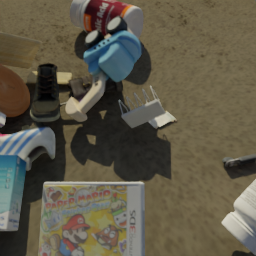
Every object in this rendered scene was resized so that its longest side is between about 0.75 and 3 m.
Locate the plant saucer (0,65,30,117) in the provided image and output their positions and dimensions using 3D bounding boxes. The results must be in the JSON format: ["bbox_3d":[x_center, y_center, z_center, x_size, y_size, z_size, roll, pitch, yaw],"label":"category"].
[{"bbox_3d":[-3.980,-1.247,9.007,0.301,1.863,1.863,-28,39,30],"label":"plant saucer"}]

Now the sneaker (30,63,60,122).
[{"bbox_3d":[-2.534,-1.121,8.477,0.859,1.220,2.297,-2,30,-14],"label":"sneaker"}]

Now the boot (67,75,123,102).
[{"bbox_3d":[-1.275,-1.820,10.118,1.875,0.746,2.154,-14,46,-6],"label":"boot"}]

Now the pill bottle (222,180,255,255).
[{"bbox_3d":[3.023,1.678,6.025,1.931,1.095,1.095,-47,58,1],"label":"pill bottle"}]

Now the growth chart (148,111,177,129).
[{"bbox_3d":[1.067,-0.291,9.161,0.875,0.078,0.633,-22,51,-18],"label":"growth chart"}]

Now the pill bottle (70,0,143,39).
[{"bbox_3d":[-0.952,-4.667,12.009,2.882,1.645,1.645,25,53,21],"label":"pill bottle"}]

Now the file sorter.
[{"bbox_3d":[0.407,-0.667,8.647,1.165,0.809,0.726,-23,59,13],"label":"file sorter"}]

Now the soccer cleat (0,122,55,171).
[{"bbox_3d":[-3.321,0.729,7.660,2.719,0.950,1.174,-18,74,-9],"label":"soccer cleat"}]

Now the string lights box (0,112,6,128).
[{"bbox_3d":[-4.100,-0.057,8.449,0.879,0.259,0.452,-34,43,18],"label":"string lights box"}]

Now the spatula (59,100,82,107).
[{"bbox_3d":[-2.025,-0.760,9.218,2.285,0.646,0.235,-19,90,-2],"label":"spatula"}]

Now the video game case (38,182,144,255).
[{"bbox_3d":[-0.790,2.179,5.798,2.291,0.262,2.085,-3,77,18],"label":"video game case"}]

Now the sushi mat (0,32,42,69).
[{"bbox_3d":[-4.240,-2.628,9.381,2.602,1.245,0.157,-3,47,-51],"label":"sushi mat"}]

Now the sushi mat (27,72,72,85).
[{"bbox_3d":[-2.875,-1.854,10.354,1.561,0.094,0.747,1,41,-8],"label":"sushi mat"}]

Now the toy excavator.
[{"bbox_3d":[-0.790,-1.763,8.790,2.640,1.356,2.715,-23,48,24],"label":"toy excavator"}]

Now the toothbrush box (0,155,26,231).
[{"bbox_3d":[-3.274,1.562,6.726,1.271,0.740,1.736,-1,67,-1],"label":"toothbrush box"}]

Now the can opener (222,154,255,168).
[{"bbox_3d":[3.176,0.885,7.989,0.975,0.260,0.326,-11,47,-12],"label":"can opener"}]
